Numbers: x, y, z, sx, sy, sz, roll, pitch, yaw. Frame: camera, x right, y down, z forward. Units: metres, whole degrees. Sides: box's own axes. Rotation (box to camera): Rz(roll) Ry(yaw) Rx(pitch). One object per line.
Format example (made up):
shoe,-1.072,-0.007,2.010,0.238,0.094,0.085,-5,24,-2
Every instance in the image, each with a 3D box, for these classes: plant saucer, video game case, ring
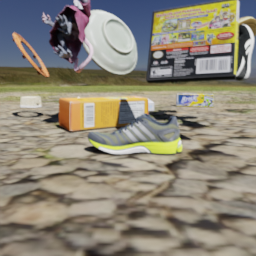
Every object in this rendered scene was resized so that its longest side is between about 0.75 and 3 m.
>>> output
plant saucer,-0.532,-3.391,10.756,2.739,2.739,0.687,-10,-9,-44
video game case,1.433,-1.924,6.348,1.976,1.786,0.252,2,-10,25
ring,-3.521,-2.571,10.073,0.179,1.861,1.861,-34,10,4

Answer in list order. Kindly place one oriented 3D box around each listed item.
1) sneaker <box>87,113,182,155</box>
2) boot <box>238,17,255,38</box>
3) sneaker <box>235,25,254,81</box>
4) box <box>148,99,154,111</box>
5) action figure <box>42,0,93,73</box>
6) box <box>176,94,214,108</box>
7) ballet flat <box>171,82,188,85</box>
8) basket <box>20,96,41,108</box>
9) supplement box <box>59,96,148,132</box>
sneaker,0.148,0.099,6.035,2.038,0.825,0.753,0,10,-2
boot,2.729,-2.938,9.371,2.628,0.947,2.032,-36,34,19
sneaker,2.885,-2.132,7.615,0.902,1.612,0.589,7,-8,-28
box,0.363,-1.157,14.012,1.637,0.432,2.099,-1,10,-3
action figure,-1.489,-3.188,8.476,1.665,1.851,2.486,-35,26,29
box,3.599,-1.497,15.145,1.943,0.681,0.625,3,11,14
ballet flat,1.282,-1.314,7.251,0.429,0.429,1.236,-6,7,-29
basket,-5.102,-1.350,14.663,0.932,0.575,0.631,2,10,14
supplement box,-0.723,-0.517,9.090,2.867,0.986,0.954,-4,13,-35
